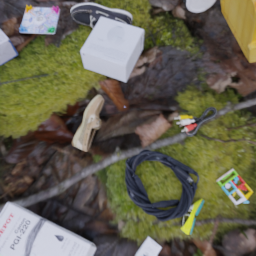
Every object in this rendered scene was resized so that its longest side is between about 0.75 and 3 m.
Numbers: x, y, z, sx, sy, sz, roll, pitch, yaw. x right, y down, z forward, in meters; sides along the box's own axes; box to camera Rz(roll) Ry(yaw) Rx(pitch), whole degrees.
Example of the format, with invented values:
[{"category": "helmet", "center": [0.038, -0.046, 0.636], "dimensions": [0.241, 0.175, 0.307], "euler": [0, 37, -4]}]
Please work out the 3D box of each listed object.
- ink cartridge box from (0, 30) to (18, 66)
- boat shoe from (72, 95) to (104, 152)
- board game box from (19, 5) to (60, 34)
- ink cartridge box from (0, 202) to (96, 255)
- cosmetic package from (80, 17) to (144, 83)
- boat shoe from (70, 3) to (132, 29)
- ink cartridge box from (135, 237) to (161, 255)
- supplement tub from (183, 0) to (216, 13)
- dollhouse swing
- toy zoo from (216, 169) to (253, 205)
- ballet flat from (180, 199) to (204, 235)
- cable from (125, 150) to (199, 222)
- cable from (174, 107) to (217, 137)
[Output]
[{"category": "ink cartridge box", "center": [-5.757, -3.418, 10.758], "dimensions": [1.748, 0.978, 2.562], "euler": [-37, 71, -16]}, {"category": "boat shoe", "center": [-1.160, -0.150, 9.153], "dimensions": [0.606, 0.669, 1.878], "euler": [24, 90, 13]}, {"category": "board game box", "center": [-3.718, -4.575, 11.770], "dimensions": [1.465, 0.190, 1.465], "euler": [2, 64, 1]}, {"category": "ink cartridge box", "center": [-2.459, 3.412, 7.374], "dimensions": [2.620, 1.111, 1.908], "euler": [21, 66, 12]}, {"category": "cosmetic package", "center": [-0.552, -2.908, 10.447], "dimensions": [1.773, 1.094, 1.779], "euler": [21, 66, 10]}, {"category": "boat shoe", "center": [-1.107, -4.317, 11.280], "dimensions": [2.526, 0.933, 0.762], "euler": [10, 59, -4]}, {"category": "ink cartridge box", "center": [0.375, 3.542, 7.470], "dimensions": [0.471, 0.808, 1.110], "euler": [35, 69, 16]}, {"category": "supplement tub", "center": [2.829, -6.158, 11.879], "dimensions": [1.369, 1.369, 2.234], "euler": [-7, 65, -4]}, {"category": "dollhouse swing", "center": [5.019, -4.450, 10.411], "dimensions": [2.629, 2.544, 2.893], "euler": [-12, 64, -5]}, {"category": "toy zoo", "center": [3.342, 1.881, 8.670], "dimensions": [0.698, 0.109, 1.065], "euler": [-31, 68, -15]}, {"category": "ballet flat", "center": [1.858, 2.549, 8.225], "dimensions": [0.380, 0.379, 1.133], "euler": [19, 66, 25]}, {"category": "cable", "center": [0.882, 1.686, 8.584], "dimensions": [2.341, 0.595, 1.910], "euler": [28, 72, 11]}, {"category": "cable", "center": [2.408, -0.243, 9.537], "dimensions": [1.613, 0.406, 0.783], "euler": [-20, 67, -9]}]
